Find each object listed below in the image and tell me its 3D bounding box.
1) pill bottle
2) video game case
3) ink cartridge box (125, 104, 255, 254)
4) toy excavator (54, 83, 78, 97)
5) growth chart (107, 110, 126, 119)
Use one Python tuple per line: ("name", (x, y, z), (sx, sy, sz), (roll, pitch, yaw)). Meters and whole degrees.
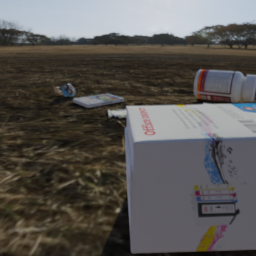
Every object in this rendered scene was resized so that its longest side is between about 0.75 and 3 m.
("pill bottle", (4.982, -2.143, 14.430), (2.864, 1.569, 1.569), (10, 21, 27))
("video game case", (-1.541, -1.433, 14.510), (2.156, 0.194, 1.544), (-15, 23, -36))
("ink cartridge box", (1.375, 0.769, 5.161), (2.827, 2.045, 2.081), (-1, 19, -2))
("toy excavator", (-3.590, -2.084, 15.876), (1.163, 1.196, 0.597), (52, 34, 8))
("growth chart", (-0.077, -0.608, 12.159), (1.711, 0.152, 1.238), (0, 19, -1))
